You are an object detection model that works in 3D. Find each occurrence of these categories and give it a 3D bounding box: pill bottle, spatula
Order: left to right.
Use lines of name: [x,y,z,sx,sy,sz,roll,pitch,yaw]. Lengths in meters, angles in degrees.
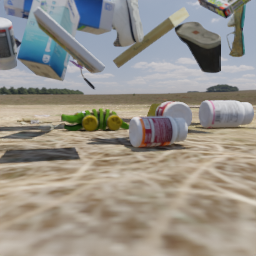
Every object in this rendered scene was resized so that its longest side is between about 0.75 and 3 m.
pill bottle: [-3.065,-2.013,6.785,0.641,1.107,0.641,3,40,-3]
spatula: [-1.719,-2.036,10.792,0.466,0.169,1.648,29,-19,42]
pill bottle: [0.524,0.055,4.890,0.934,0.512,0.512,-2,6,-19]
pill bottle: [1.185,-0.345,7.666,0.755,0.755,1.322,-1,6,-6]
pill bottle: [2.832,-0.404,8.115,1.373,0.778,0.778,-1,6,-12]

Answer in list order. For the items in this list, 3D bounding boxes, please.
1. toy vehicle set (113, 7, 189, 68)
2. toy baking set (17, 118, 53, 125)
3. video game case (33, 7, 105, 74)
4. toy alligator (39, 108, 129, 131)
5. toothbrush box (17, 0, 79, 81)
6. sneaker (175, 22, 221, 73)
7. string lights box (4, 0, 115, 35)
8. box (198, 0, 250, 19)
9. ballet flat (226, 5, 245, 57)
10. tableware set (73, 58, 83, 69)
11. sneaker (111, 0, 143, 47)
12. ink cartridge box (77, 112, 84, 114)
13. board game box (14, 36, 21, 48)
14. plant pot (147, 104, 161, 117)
toy vehicle set: [0.866,-3.495,10.946,2.900,0.384,1.802,-27,15,39]
toy baking set: [-3.253,-0.248,9.691,1.063,0.161,1.385,4,7,33]
video game case: [-0.853,-1.201,4.066,1.106,0.127,1.007,39,-1,-17]
toy alligator: [-1.098,-0.226,7.362,2.397,0.576,0.794,-1,5,-15]
toothbrush box: [-1.744,-2.108,6.397,0.738,1.731,1.267,14,-4,1]
sneaker: [2.410,-2.845,9.905,0.895,1.271,2.392,-24,40,-4]
string lights box: [-1.942,-3.364,7.906,2.798,0.825,1.438,6,10,-24]
box: [2.451,-3.349,7.216,0.794,0.250,1.442,-36,37,11]
ballet flat: [3.462,-3.147,9.006,0.607,1.717,0.607,-6,16,2]
tableware set: [-1.946,-2.863,11.542,0.943,0.788,0.109,-6,21,45]
sneaker: [-0.216,-3.787,8.817,0.960,2.384,0.911,-8,2,23]
ink cartridge box: [-1.362,-0.557,12.111,1.324,0.378,1.076,-11,11,-41]
board game box: [-3.793,-2.805,7.650,1.589,0.490,1.590,44,0,-18]
plant pot: [1.160,-0.602,10.774,0.921,0.654,0.921,0,5,0]
